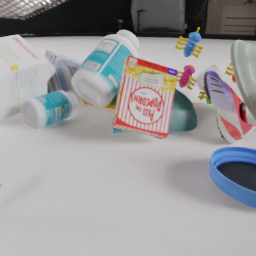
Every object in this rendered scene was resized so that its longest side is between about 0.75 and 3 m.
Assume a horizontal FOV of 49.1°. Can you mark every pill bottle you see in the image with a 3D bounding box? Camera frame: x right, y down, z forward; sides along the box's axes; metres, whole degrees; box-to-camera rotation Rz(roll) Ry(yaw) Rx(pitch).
[{"bbox_3d":[-0.660,-2.203,9.915,1.524,1.524,2.751,16,62,33],"label":"pill bottle"},{"bbox_3d":[-2.364,-0.627,8.735,0.929,0.929,1.678,16,28,34],"label":"pill bottle"}]

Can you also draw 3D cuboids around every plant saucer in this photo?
[{"bbox_3d":[3.956,-1.408,8.237,0.697,2.779,2.779,-22,6,39],"label":"plant saucer"},{"bbox_3d":[0.987,-0.889,8.718,2.757,0.496,2.757,17,28,-10],"label":"plant saucer"}]

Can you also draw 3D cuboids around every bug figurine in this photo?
[{"bbox_3d":[2.889,-2.092,10.081,2.864,2.221,0.737,31,27,8],"label":"bug figurine"}]

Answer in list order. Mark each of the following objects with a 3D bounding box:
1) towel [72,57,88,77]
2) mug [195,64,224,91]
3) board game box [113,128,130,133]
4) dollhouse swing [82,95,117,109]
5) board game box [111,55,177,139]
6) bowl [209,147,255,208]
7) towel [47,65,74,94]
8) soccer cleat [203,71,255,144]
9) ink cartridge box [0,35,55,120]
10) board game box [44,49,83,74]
[{"bbox_3d":[-1.402,-2.342,10.976,1.072,0.170,1.492,18,54,18],"label":"towel"},{"bbox_3d":[3.250,-1.859,11.133,0.949,0.799,1.082,-31,47,11],"label":"mug"},{"bbox_3d":[-0.024,-0.082,7.927,0.786,0.593,0.184,-2,63,-6],"label":"board game box"},{"bbox_3d":[-0.353,-1.396,11.251,2.348,2.064,2.134,12,-16,27],"label":"dollhouse swing"},{"bbox_3d":[0.451,-0.779,7.344,1.425,1.881,0.436,13,-11,-14],"label":"board game box"},{"bbox_3d":[2.529,0.955,5.517,1.873,0.368,1.873,6,23,-3],"label":"bowl"},{"bbox_3d":[-2.887,-1.927,11.538,1.437,1.056,0.171,-18,-2,-11],"label":"towel"},{"bbox_3d":[2.742,-0.734,7.681,0.784,0.842,2.300,16,52,-38],"label":"soccer cleat"},{"bbox_3d":[-3.863,-1.548,8.708,2.775,1.738,1.784,-28,59,-37],"label":"ink cartridge box"},{"bbox_3d":[-2.406,-2.876,13.315,2.719,0.561,2.726,14,14,-29],"label":"board game box"}]
